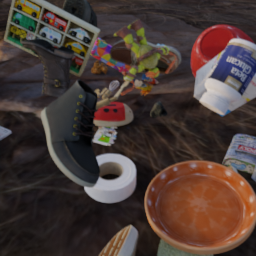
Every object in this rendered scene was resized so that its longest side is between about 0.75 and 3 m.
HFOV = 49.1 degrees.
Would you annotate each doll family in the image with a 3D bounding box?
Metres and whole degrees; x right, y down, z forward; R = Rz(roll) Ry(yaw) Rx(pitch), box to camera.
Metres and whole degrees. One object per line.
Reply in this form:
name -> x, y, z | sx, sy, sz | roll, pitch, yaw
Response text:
doll family -> 0.329, -1.561, 9.796 | 1.520, 0.685, 0.944 | 24, 4, 29

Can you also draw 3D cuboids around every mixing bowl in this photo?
mixing bowl -> 3.218, -2.678, 9.878 | 2.362, 2.362, 1.279 | 23, 0, 29

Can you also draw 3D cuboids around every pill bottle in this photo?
pill bottle -> 2.193, -1.064, 6.046 | 0.824, 1.484, 0.824 | 30, 4, -3

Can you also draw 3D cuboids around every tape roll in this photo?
tape roll -> -0.526, 1.422, 8.084 | 1.516, 0.530, 1.516 | 0, 36, 0

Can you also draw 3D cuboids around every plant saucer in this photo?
plant saucer -> 1.722, 1.844, 6.836 | 2.618, 0.423, 2.618 | -7, 37, 5

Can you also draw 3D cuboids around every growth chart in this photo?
growth chart -> -0.824, 0.243, 10.141 | 0.847, 0.104, 1.171 | 8, 37, 9

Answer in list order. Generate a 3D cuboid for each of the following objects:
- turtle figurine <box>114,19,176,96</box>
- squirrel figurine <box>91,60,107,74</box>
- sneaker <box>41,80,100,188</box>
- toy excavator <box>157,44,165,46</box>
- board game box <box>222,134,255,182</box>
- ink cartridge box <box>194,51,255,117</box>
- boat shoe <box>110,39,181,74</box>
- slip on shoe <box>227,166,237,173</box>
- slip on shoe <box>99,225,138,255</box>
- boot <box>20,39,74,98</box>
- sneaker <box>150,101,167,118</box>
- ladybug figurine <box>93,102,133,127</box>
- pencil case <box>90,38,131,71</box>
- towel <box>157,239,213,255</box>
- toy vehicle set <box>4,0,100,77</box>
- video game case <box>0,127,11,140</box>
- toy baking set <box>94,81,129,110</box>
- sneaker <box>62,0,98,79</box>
turtle figurine -> 0.338, -1.918, 7.453 | 2.067, 1.667, 0.666 | -36, 12, -17
squirrel figurine -> -1.471, -2.997, 14.484 | 0.740, 0.561, 0.793 | 32, 60, 23
sneaker -> -0.912, 0.007, 5.275 | 0.798, 1.134, 2.134 | 23, 27, -52
toy excavator -> 2.211, -4.425, 16.195 | 1.307, 1.271, 0.653 | -32, 38, 3
board game box -> 4.028, 0.979, 8.656 | 1.911, 0.589, 1.910 | 18, 38, 23
ink cartridge box -> 2.960, -1.409, 8.116 | 1.222, 1.660, 1.201 | 32, 50, -19
boat shoe -> 0.447, -2.176, 8.707 | 2.304, 0.872, 0.827 | 10, 50, 18
slip on shoe -> 2.581, 1.637, 7.690 | 0.517, 0.648, 1.705 | 25, 47, 9
slip on shoe -> -0.276, 3.146, 5.459 | 0.812, 1.019, 2.681 | 44, 30, -7
boot -> -2.271, -1.599, 7.819 | 1.699, 1.479, 0.588 | 20, 28, 9
sneaker -> 0.921, -0.425, 8.439 | 0.296, 0.775, 0.444 | -26, 71, -23
ladybug figurine -> -0.714, -0.553, 10.651 | 1.875, 0.674, 1.272 | -5, 31, -15
pencil case -> -0.661, -2.958, 11.428 | 1.861, 0.822, 0.822 | 29, 31, -17
towel -> 1.408, 2.619, 6.569 | 1.271, 0.313, 1.713 | 13, 37, 19
toy vehicle set -> -2.173, -2.625, 7.933 | 2.397, 1.490, 0.318 | 25, 34, -8
video game case -> -4.939, 0.329, 10.004 | 0.860, 0.108, 1.201 | 19, 39, 24
toy baking set -> -0.582, -0.849, 7.090 | 1.299, 0.151, 0.997 | -19, 36, 14
sneaker -> -1.755, -2.699, 9.246 | 1.083, 2.833, 1.623 | 22, 12, 12
